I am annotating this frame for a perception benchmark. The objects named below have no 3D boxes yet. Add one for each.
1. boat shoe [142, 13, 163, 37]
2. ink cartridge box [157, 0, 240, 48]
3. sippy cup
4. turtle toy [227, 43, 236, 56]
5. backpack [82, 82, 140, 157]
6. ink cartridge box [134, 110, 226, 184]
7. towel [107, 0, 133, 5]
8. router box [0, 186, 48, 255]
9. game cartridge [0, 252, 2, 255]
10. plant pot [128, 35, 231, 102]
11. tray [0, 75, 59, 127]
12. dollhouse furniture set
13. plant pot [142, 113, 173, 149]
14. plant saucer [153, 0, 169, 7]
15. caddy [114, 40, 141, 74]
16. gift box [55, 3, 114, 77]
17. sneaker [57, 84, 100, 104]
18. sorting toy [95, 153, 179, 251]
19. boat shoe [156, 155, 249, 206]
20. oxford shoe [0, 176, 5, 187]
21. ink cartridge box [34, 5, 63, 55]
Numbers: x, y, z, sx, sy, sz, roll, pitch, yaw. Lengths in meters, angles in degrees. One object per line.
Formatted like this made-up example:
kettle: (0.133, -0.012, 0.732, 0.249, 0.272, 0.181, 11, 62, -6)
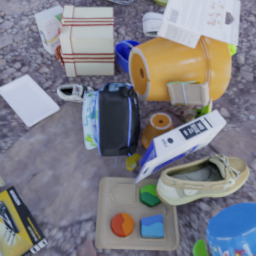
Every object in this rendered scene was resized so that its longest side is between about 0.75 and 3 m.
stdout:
boat shoe: (2.005, -4.176, 12.136, 2.879, 1.059, 0.961, 5, 78, -4)
ink cartridge box: (2.087, -3.170, 8.044, 2.071, 0.526, 2.351, 19, 54, 1)
sippy cup: (2.530, 2.586, 5.616, 2.473, 1.942, 1.812, -27, 91, 13)
turtle toy: (3.379, -3.268, 10.974, 1.631, 1.131, 2.238, -6, 19, -13)
backpack: (-0.452, -0.365, 8.273, 1.617, 2.013, 2.200, 1, 17, 8)
ink cartridge box: (1.320, 0.523, 7.869, 2.850, 1.417, 0.559, -24, 67, -26)
towel: (-0.542, -7.219, 14.556, 2.044, 0.875, 1.693, 15, 55, 9)
router box: (-3.093, 2.574, 7.039, 1.420, 0.472, 1.806, -33, 59, -23)
game cartridge: (-3.952, 3.550, 5.919, 2.730, 0.567, 1.818, -37, 64, -11)
plant pot: (1.443, -1.928, 9.062, 2.456, 2.683, 2.683, -15, 53, -17)
tray: (-3.553, -0.968, 9.981, 1.255, 0.259, 2.337, -34, 59, -25)
dollhouse furniture set: (1.974, -0.852, 8.594, 1.102, 2.206, 0.852, 5, 54, 24)
plant pot: (0.969, 0.090, 8.692, 1.052, 0.963, 1.052, 0, 52, 0)
plant saucer: (2.344, -6.985, 14.632, 2.683, 0.417, 2.683, 0, 52, 0)
caddy: (0.146, -2.891, 11.137, 1.119, 0.831, 1.583, -27, 56, -20)
gift box: (-1.621, -3.438, 10.620, 2.166, 2.320, 2.141, -2, 51, -2)
sneaker: (-1.623, -1.170, 9.670, 1.684, 0.745, 0.624, 2, 83, -1)
sorting toy: (0.225, 1.828, 7.690, 2.106, 0.378, 2.826, 0, 52, 0)
boat shoe: (2.146, 1.254, 7.610, 2.907, 0.915, 1.060, -9, 43, -18)
oxford shoe: (-4.157, 1.875, 7.518, 1.725, 0.611, 0.637, -41, 90, -12)
ink cartridge box: (-3.002, -3.992, 11.523, 1.143, 1.574, 0.689, -34, 60, -23)
